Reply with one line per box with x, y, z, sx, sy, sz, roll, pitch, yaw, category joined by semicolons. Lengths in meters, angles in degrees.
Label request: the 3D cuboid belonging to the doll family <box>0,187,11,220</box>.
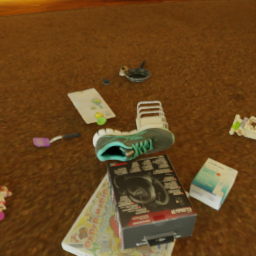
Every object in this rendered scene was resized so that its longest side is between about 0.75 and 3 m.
-4.588;1.944;7.715;2.423;1.092;1.504;-15;39;-19;doll family

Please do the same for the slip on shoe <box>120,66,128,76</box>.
-0.240;-3.167;15.168;0.359;0.286;0.945;9;38;12;slip on shoe

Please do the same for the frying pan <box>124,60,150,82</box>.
0.445;-3.011;14.914;1.350;0.363;2.231;-3;35;-5;frying pan

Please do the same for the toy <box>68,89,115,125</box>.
-1.589;-0.830;11.891;1.255;0.514;2.179;-16;42;-25;toy

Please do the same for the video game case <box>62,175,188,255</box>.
0.063;2.478;7.646;2.583;0.325;2.838;14;39;18;video game case

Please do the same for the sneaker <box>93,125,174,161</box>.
0.169;0.660;9.370;2.792;1.083;1.273;-7;25;5;sneaker

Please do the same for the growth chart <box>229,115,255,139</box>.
5.210;0.055;10.989;2.241;0.199;1.622;15;38;18;growth chart

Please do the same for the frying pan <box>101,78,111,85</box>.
-1.206;-2.356;14.239;0.726;0.118;0.439;20;40;27;frying pan

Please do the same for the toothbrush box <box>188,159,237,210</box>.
2.588;1.675;8.515;0.964;0.562;1.317;26;43;27;toothbrush box

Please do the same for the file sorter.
0.899;-0.233;10.759;1.028;0.922;1.481;-3;38;-4;file sorter

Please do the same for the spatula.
-2.623;0.407;10.521;1.761;0.181;0.498;-12;40;-16;spatula

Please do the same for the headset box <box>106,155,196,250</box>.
0.521;1.918;7.348;1.822;0.946;2.449;-8;38;-10;headset box
